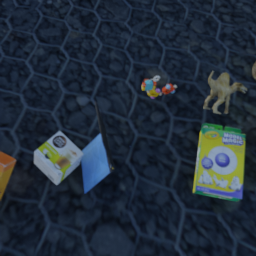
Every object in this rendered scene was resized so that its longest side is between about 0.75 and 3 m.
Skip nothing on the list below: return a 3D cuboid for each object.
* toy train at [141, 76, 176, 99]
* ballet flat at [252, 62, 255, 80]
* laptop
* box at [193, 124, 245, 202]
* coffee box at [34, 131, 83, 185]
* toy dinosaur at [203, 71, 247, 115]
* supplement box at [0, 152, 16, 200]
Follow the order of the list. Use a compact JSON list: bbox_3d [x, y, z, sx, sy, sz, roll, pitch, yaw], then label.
[{"bbox_3d":[1.097,-1.583,10.426,1.054,1.403,0.390,-29,58,27],"label":"toy train"},{"bbox_3d":[5.750,-2.810,11.510,0.775,0.533,2.301,30,66,15],"label":"ballet flat"},{"bbox_3d":[-1.138,0.603,8.514,1.130,1.950,1.826,-16,42,-2],"label":"laptop"},{"bbox_3d":[3.045,1.017,9.267,1.473,0.607,2.510,10,67,6],"label":"box"},{"bbox_3d":[-2.232,0.976,8.960,1.087,1.089,1.077,43,60,6],"label":"coffee box"},{"bbox_3d":[3.183,-1.272,9.916,0.830,2.852,1.442,26,106,42],"label":"toy dinosaur"},{"bbox_3d":[-4.073,1.739,8.349,0.683,0.661,1.986,24,103,3],"label":"supplement box"}]
